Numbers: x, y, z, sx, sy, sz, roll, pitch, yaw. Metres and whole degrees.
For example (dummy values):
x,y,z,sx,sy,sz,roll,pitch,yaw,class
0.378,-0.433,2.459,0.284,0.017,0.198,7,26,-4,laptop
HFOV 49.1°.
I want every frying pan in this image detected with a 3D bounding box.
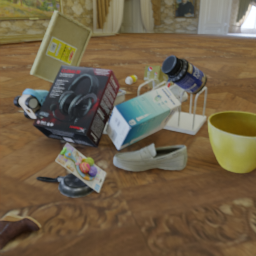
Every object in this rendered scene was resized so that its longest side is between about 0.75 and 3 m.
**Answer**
x,y,z,sx,sy,sz,roll,pitch,yaw,class
-1.508,1.303,7.176,1.560,0.254,0.944,20,30,32,frying pan

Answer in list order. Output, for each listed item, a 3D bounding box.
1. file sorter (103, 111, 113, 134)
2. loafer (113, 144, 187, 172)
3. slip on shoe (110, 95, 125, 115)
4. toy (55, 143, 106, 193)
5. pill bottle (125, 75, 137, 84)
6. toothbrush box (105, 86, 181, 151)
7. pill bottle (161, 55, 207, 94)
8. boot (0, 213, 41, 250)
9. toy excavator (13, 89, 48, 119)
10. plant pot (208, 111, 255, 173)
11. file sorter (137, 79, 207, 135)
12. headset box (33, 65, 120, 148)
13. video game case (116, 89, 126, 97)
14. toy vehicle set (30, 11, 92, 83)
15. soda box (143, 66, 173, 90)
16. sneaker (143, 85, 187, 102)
x,y,z,sx,sy,sz,roll,pitch,yaw,class
-0.912,-0.231,10.217,0.627,0.563,0.904,5,25,13,file sorter
0.613,0.765,7.745,2.045,0.713,0.715,-2,24,-5,loafer
-1.491,-0.772,11.068,2.860,0.866,1.087,-13,25,-19,slip on shoe
-1.068,0.909,6.868,1.300,0.307,0.748,37,32,-11,toy
0.166,-2.759,16.139,0.423,0.423,0.774,13,27,28,pill bottle
0.441,-0.307,8.657,1.978,1.448,0.844,-24,69,-27,toothbrush box
1.846,-1.772,9.308,1.495,0.836,0.836,24,9,-34,pill bottle
-2.226,2.063,5.446,0.871,0.315,0.724,10,38,18,boot
-3.240,-1.051,11.271,0.969,1.886,1.940,8,52,37,toy excavator
3.082,0.456,7.724,1.831,1.300,1.831,-1,24,0,plant pot
1.669,-0.887,10.616,2.334,1.453,1.620,13,27,25,file sorter
-1.599,-0.888,9.343,2.002,1.039,2.690,11,68,21,headset box
-0.893,-1.322,10.979,1.337,0.120,0.957,-23,32,-34,video game case
-3.004,-3.461,12.726,1.848,2.974,0.394,20,7,-40,toy vehicle set
1.413,-2.103,12.708,0.709,0.670,2.094,4,-10,25,soda box
1.520,-1.211,12.289,2.131,0.858,0.814,-8,63,23,sneaker
